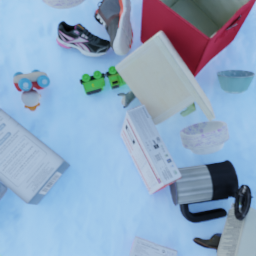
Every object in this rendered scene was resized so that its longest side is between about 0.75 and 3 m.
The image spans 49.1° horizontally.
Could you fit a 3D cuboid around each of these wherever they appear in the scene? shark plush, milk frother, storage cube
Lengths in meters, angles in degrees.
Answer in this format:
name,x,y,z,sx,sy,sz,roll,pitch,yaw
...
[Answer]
name,x,y,z,sx,sy,sz,roll,pitch,yaw
shark plush,0.200,-0.930,8.492,1.093,0.455,0.497,-24,106,-32
milk frother,1.994,1.591,7.031,1.634,1.737,1.567,-8,71,-2
storage cube,1.910,-3.251,8.233,2.629,2.364,2.248,43,77,13

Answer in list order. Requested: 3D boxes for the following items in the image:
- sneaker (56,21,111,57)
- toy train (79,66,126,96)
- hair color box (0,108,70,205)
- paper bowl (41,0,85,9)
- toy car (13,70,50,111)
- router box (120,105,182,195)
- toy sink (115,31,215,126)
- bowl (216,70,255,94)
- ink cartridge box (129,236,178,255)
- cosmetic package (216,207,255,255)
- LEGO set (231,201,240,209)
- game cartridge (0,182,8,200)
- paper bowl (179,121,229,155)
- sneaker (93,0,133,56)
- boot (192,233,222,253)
name,x,y,z,sx,sy,sz,roll,pitch,yaw
sneaker,-1.436,-2.833,8.798,1.839,0.794,0.739,12,52,4
toy train,-0.318,-1.585,8.705,2.394,0.500,0.675,-16,81,-5
hair color box,-3.237,0.647,7.779,2.924,0.886,1.447,37,76,10
paper bowl,-2.156,-4.857,9.446,1.906,0.991,1.906,0,72,0
toy car,-2.852,-1.068,8.428,1.004,1.135,1.046,-15,29,-26
router box,0.484,0.644,7.294,0.483,1.775,1.977,-23,74,-14
toy sink,1.007,-1.106,7.573,1.416,1.648,2.528,-33,104,21
bowl,3.209,-1.375,8.438,1.078,1.078,0.564,-4,113,-1
ink cartridge box,0.414,3.875,7.029,1.158,0.407,1.940,18,71,5
cosmetic package,2.755,2.916,6.738,0.792,0.938,1.814,29,67,-3
LEGO set,3.023,1.938,7.471,0.317,0.830,0.341,13,49,4
game cartridge,-4.767,2.221,7.512,1.768,0.536,2.651,34,76,6
paper bowl,2.122,0.296,7.731,1.289,1.289,0.671,-16,101,-5
sneaker,-0.515,-3.415,9.036,1.170,1.101,2.856,-7,59,13
boot,2.199,2.946,7.374,1.009,0.377,0.489,22,64,-3
